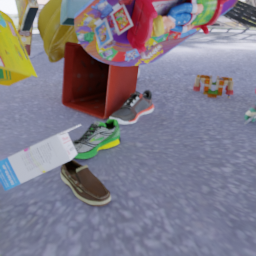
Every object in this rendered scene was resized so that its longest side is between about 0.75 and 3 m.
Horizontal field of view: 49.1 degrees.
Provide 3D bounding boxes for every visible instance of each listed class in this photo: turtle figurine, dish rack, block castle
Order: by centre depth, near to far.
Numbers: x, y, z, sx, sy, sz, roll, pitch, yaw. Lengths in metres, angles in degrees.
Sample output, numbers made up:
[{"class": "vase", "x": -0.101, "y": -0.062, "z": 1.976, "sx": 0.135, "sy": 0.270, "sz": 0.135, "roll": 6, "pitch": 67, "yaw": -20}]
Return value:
[{"class": "dish rack", "x": 2.125, "y": -2.246, "z": 4.444, "sx": 1.027, "sy": 1.340, "sz": 0.365, "roll": 43, "pitch": 1, "yaw": 34}, {"class": "turtle figurine", "x": 4.967, "y": -0.677, "z": 8.867, "sx": 2.068, "sy": 1.391, "sz": 2.762, "roll": 19, "pitch": 25, "yaw": 36}, {"class": "block castle", "x": 3.582, "y": -1.736, "z": 11.783, "sx": 1.626, "sy": 0.763, "sz": 1.087, "roll": 9, "pitch": 22, "yaw": 14}]

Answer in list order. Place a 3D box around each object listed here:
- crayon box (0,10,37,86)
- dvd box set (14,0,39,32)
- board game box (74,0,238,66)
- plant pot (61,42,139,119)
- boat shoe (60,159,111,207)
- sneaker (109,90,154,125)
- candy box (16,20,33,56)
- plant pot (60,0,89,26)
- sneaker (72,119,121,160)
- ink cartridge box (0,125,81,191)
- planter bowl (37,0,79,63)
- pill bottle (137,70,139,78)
[{"class": "crayon box", "x": -2.951, "y": -1.801, "z": 5.823, "sx": 0.671, "sy": 1.678, "sz": 2.643, "roll": -22, "pitch": 1, "yaw": 6}, {"class": "dvd box set", "x": -2.038, "y": -2.693, "z": 5.388, "sx": 0.196, "sy": 1.332, "sz": 0.975, "roll": -12, "pitch": -2, "yaw": -30}, {"class": "board game box", "x": 0.601, "y": -1.459, "z": 3.836, "sx": 2.551, "sy": 0.497, "sz": 2.015, "roll": -30, "pitch": -22, "yaw": 26}, {"class": "plant pot", "x": -0.886, "y": -1.805, "z": 10.385, "sx": 2.317, "sy": 2.315, "sz": 2.042, "roll": 19, "pitch": 20, "yaw": 35}, {"class": "boat shoe", "x": -0.957, "y": 1.070, "z": 5.832, "sx": 1.528, "sy": 0.565, "sz": 0.564, "roll": 22, "pitch": 32, "yaw": 39}, {"class": "sneaker", "x": 0.109, "y": -0.783, "z": 9.486, "sx": 0.840, "sy": 0.893, "sz": 2.181, "roll": 15, "pitch": 29, "yaw": 30}, {"class": "candy box", "x": -3.509, "y": -3.482, "z": 9.595, "sx": 0.489, "sy": 1.730, "sz": 1.009, "roll": 4, "pitch": -10, "yaw": -19}, {"class": "plant pot", "x": -1.173, "y": -3.001, "z": 6.811, "sx": 0.847, "sy": 0.865, "sz": 0.849, "roll": -3, "pitch": 10, "yaw": -23}, {"class": "sneaker", "x": -0.989, "y": 0.244, "z": 7.365, "sx": 0.734, "sy": 0.802, "sz": 1.882, "roll": 21, "pitch": 32, "yaw": 38}, {"class": "ink cartridge box", "x": -1.202, "y": 0.401, "z": 4.110, "sx": 1.240, "sy": 0.421, "sz": 0.714, "roll": -25, "pitch": 4, "yaw": -1}, {"class": "planter bowl", "x": -2.357, "y": -3.714, "z": 9.816, "sx": 1.135, "sy": 2.726, "sz": 2.726, "roll": 37, "pitch": 28, "yaw": -3}, {"class": "pill bottle", "x": -0.133, "y": -2.842, "z": 14.167, "sx": 1.263, "sy": 0.755, "sz": 0.755, "roll": -9, "pitch": 26, "yaw": -18}]
